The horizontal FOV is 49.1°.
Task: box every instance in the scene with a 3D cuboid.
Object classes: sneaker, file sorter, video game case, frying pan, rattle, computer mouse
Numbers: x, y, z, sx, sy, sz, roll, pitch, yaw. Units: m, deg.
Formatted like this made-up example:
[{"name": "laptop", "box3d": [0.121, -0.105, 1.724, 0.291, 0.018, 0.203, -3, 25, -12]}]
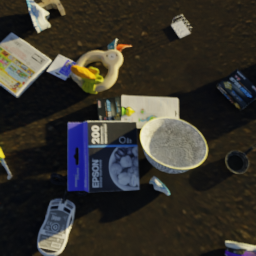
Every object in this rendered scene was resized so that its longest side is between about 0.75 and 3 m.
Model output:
[{"name": "sneaker", "box3d": [-4.076, -5.227, 12.741, 0.832, 0.720, 1.920, -20, 80, -13]}, {"name": "file sorter", "box3d": [2.383, -4.559, 12.547, 0.553, 0.496, 0.797, -26, 72, -9]}, {"name": "video game case", "box3d": [-4.884, -2.730, 12.031, 2.358, 0.270, 2.146, 36, 74, 11]}, {"name": "frying pan", "box3d": [4.245, 1.063, 10.713, 0.893, 0.240, 1.477, 27, 71, 8]}, {"name": "sneaker", "box3d": [4.245, 4.491, 9.297, 2.105, 0.732, 1.047, 9, 74, 9]}, {"name": "sneaker", "box3d": [1.162, 2.190, 10.296, 0.350, 0.331, 0.866, -46, 71, -3]}, {"name": "rattle", "box3d": [-1.077, -2.943, 11.230, 2.916, 2.083, 1.899, -43, 59, -8]}, {"name": "computer mouse", "box3d": [-2.417, 3.044, 9.860, 1.498, 0.599, 2.733, 14, 66, 0]}]

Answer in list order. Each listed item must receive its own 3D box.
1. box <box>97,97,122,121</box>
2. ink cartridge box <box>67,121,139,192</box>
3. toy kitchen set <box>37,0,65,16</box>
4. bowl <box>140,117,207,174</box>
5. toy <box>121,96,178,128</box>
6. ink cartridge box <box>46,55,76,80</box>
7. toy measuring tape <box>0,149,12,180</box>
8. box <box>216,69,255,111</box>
[{"name": "box", "box3d": [-0.717, -0.605, 11.263, 0.991, 0.287, 1.247, -6, 71, -2]}, {"name": "ink cartridge box", "box3d": [-0.905, 1.004, 10.083, 2.544, 0.552, 2.521, -1, 85, -10]}, {"name": "toy kitchen set", "box3d": [-3.542, -5.548, 12.745, 0.943, 0.770, 0.851, -28, 73, -9]}, {"name": "bowl", "box3d": [1.507, 0.827, 10.094, 2.386, 1.120, 2.386, 6, 46, -6]}, {"name": "toy", "box3d": [0.830, -0.551, 11.087, 2.268, 0.535, 1.306, 3, 76, -9]}, {"name": "ink cartridge box", "box3d": [-2.822, -2.547, 11.984, 0.961, 0.211, 0.970, 27, 71, 9]}, {"name": "toy measuring tape", "box3d": [-4.991, 1.171, 10.443, 0.672, 0.672, 1.826, -31, 74, -10]}, {"name": "box", "box3d": [4.562, -1.569, 11.577, 1.149, 0.333, 1.446, -36, 74, -12]}]
